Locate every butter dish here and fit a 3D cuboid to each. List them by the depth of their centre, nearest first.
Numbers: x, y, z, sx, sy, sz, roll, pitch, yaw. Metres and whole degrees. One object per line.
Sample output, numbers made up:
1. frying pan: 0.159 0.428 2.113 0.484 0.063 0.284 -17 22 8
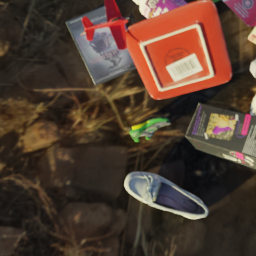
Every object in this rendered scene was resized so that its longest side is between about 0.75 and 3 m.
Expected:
1. butter dish: 1.302 -2.098 7.181 2.189 2.183 1.618 -14 36 22

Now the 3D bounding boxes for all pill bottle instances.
1. pill bottle: 1.194 -4.210 9.795 2.198 1.234 1.234 44 81 10

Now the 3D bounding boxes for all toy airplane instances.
1. toy airplane: -0.503 -2.388 6.439 1.332 0.245 1.332 -1 84 5

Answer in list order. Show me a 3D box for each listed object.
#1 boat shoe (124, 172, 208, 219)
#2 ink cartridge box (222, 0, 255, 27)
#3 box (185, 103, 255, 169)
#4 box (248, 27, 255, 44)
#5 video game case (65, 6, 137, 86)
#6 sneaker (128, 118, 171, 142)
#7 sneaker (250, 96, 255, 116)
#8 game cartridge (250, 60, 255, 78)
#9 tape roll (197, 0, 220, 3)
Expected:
1. boat shoe: 1.136 2.051 8.541 2.605 0.835 0.960 25 78 6
2. ink cartridge box: 3.759 -4.429 7.533 1.121 2.657 1.923 -22 70 -49
3. box: 2.622 0.236 7.084 1.921 1.174 1.019 19 79 33
4. box: 5.374 -3.256 9.689 1.827 0.996 1.168 35 79 8
5. video game case: -0.846 -3.038 10.036 1.915 0.254 2.680 -24 77 -5
6. sneaker: 0.752 0.048 9.226 1.404 0.548 0.598 -21 85 4
7. sneaker: 4.676 -0.350 9.183 1.122 0.688 1.724 10 77 1
8. game cartridge: 2.789 -1.288 5.531 0.732 1.098 0.222 -39 71 22
9. tape roll: 3.020 -5.531 10.532 1.666 0.400 1.666 0 77 -1
